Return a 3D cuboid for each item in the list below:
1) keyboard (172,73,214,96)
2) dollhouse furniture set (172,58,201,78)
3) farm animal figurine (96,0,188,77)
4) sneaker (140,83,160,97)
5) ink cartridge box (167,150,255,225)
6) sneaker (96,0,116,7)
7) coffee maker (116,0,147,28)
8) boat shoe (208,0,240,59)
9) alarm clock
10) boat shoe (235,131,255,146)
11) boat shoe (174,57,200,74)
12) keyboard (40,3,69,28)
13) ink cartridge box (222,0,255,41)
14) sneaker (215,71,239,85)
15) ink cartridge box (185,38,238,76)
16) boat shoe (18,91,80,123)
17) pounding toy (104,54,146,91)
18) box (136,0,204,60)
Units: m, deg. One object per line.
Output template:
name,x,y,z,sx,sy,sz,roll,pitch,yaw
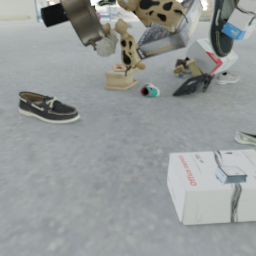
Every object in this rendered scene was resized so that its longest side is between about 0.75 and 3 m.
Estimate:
keyboard,2.824,-1.697,11.626,1.351,0.515,2.597,-13,17,31
dollhouse furniture set,2.823,-2.716,13.507,1.097,0.773,0.769,-24,17,22
farm animal figurine,0.022,-3.041,8.004,2.725,2.201,1.370,-38,-10,17
sneaker,0.700,-1.488,10.993,0.628,0.435,1.040,-3,24,-30
ink cartridge box,1.710,1.034,5.137,1.743,0.749,1.277,-1,25,-5
sneaker,-0.889,-5.033,11.208,0.908,0.335,0.363,-19,29,-30
coffee maker,1.071,-4.639,11.297,2.478,1.738,2.580,-39,85,-26
boat shoe,3.895,-4.300,11.228,1.107,2.928,0.883,-10,13,-16
alarm clock,-1.221,-2.999,6.789,0.739,2.221,1.498,-29,22,5
boat shoe,3.305,0.265,7.307,0.958,0.307,0.353,7,26,14
boat shoe,3.326,-3.357,14.523,2.211,0.811,0.824,-19,31,-35
keyboard,-1.911,-3.839,8.672,1.758,1.117,0.181,-31,59,-27
ink cartridge box,2.923,-2.774,6.813,0.478,1.135,0.820,44,42,22
sneaker,4.497,-2.292,12.545,1.322,0.542,0.494,-15,29,-30
ink cartridge box,4.245,-3.621,14.086,2.272,0.941,1.656,-23,70,-42
boat shoe,-2.576,-0.700,8.920,2.310,0.697,0.853,14,28,28
pounding toy,-0.283,-2.614,12.234,1.378,1.383,2.410,16,29,22
box,1.389,-3.351,9.384,1.759,0.537,2.221,-5,47,41
